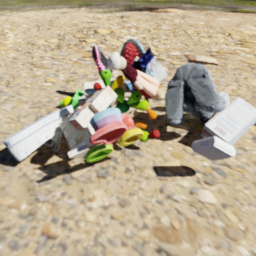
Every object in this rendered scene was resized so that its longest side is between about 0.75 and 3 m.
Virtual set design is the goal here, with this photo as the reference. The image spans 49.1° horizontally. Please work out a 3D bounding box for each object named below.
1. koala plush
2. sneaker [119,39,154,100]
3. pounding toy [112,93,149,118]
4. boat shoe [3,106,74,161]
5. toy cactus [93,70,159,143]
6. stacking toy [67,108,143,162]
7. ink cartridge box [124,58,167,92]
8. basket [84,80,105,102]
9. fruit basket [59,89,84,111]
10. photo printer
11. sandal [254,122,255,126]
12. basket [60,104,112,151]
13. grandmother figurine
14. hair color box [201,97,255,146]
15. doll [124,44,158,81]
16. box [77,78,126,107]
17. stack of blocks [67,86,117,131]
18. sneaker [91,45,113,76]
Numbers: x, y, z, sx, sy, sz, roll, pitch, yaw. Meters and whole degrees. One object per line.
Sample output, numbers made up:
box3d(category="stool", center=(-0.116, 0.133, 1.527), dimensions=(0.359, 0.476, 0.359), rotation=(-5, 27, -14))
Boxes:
box3d(category="koala plush", center=(2.784, -1.082, 10.848), dimensions=(2.194, 2.474, 2.273), rotation=(-21, 62, 32))
box3d(category="sneaker", center=(0.399, -2.547, 11.638), dimensions=(1.147, 2.893, 1.382), rotation=(-7, 48, 15))
box3d(category="pounding toy", center=(-0.144, -1.014, 11.560), dimensions=(1.805, 1.036, 1.032), rotation=(-27, 57, -12))
box3d(category="boat shoe", center=(-2.822, 0.264, 9.879), dimensions=(1.064, 1.228, 2.880), rotation=(-14, 18, 42))
box3d(category="toy cactus", center=(-0.405, -0.510, 9.950), dimensions=(2.409, 2.920, 1.493), rotation=(-30, 15, 41))
box3d(category="stacking toy", center=(-0.753, 0.151, 8.189), dimensions=(1.909, 2.109, 0.891), rotation=(-30, 70, 13))
box3d(category="ink cartridge box", center=(0.827, -2.471, 13.705), dimensions=(1.829, 0.770, 1.322), rotation=(-39, 34, 10))
box3d(category="basket", center=(-1.178, -1.231, 10.707), dimensions=(0.910, 0.919, 0.739), rotation=(-12, 46, -4))
box3d(category="fruit basket", center=(-2.507, -1.210, 12.648), dimensions=(1.210, 0.873, 1.210), rotation=(15, 32, -10))
box3d(category="photo printer", center=(2.525, 0.646, 8.200), dimensions=(1.055, 0.878, 0.366), rotation=(26, 62, -30))
box3d(category="sandal", center=(5.752, -0.372, 11.518), dimensions=(1.839, 0.497, 0.739), rotation=(9, 33, 14))
box3d(category="basket", center=(-1.277, -0.054, 9.537), dimensions=(1.494, 1.212, 1.507), rotation=(-31, -3, 43))
box3d(category="grandmother figurine", center=(0.177, -1.634, 8.627), dimensions=(2.004, 0.607, 1.215), rotation=(30, 14, -35))
box3d(category="hair color box", center=(3.770, -0.147, 10.237), dimensions=(2.137, 0.648, 1.058), rotation=(-35, 63, -27))
box3d(category="doll", center=(0.394, -2.196, 9.794), dimensions=(0.364, 1.501, 1.024), rotation=(21, 38, -35))
box3d(category="box", center=(-1.072, -1.198, 12.145), dimensions=(0.856, 1.046, 2.202), rotation=(23, 47, 31))
box3d(category="stack of blocks", center=(-1.046, -0.563, 8.223), dimensions=(1.405, 0.411, 0.809), rotation=(-51, 20, -27))
box3d(category="sneaker", center=(-1.123, -3.011, 12.541), dimensions=(0.727, 1.524, 0.602), rotation=(-25, 12, -27))
